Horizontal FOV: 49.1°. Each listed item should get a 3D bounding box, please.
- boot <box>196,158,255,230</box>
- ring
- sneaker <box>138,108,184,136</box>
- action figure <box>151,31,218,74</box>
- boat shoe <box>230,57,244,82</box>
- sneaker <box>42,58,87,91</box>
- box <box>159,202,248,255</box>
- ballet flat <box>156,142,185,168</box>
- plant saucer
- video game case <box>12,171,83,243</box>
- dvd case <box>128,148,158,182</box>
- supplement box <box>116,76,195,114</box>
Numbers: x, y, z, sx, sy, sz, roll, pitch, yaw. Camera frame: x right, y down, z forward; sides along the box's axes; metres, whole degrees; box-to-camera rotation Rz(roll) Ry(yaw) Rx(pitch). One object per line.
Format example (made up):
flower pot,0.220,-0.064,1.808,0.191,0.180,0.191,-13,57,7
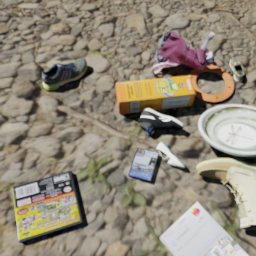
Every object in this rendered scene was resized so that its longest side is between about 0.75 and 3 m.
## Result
boot,3.463,2.090,8.807,2.628,0.947,2.032,7,62,3
ring,3.331,-1.792,11.366,1.861,0.179,1.861,0,60,0
sneaker,1.143,-0.021,10.236,1.612,0.589,0.902,23,74,13
action figure,2.378,-2.815,11.124,2.486,1.665,1.851,20,80,-2
boat shoe,4.544,-2.492,11.636,0.431,0.360,1.205,-2,61,-1
sneaker,-2.541,-2.273,11.250,2.038,0.825,0.753,-36,67,-18
box,2.230,3.551,8.299,1.637,0.432,2.099,-37,68,-19
ballet flat,1.446,1.028,9.740,0.429,0.429,1.236,-34,64,-17
plant saucer,3.810,0.191,9.698,2.739,0.687,2.739,-4,38,3
video game case,-2.602,2.477,8.990,1.976,0.252,1.786,-15,62,-9
dvd case,0.530,1.254,9.662,0.789,0.097,1.106,11,62,19
supplement box,1.009,-1.260,10.631,2.867,0.986,0.954,-6,63,-5
